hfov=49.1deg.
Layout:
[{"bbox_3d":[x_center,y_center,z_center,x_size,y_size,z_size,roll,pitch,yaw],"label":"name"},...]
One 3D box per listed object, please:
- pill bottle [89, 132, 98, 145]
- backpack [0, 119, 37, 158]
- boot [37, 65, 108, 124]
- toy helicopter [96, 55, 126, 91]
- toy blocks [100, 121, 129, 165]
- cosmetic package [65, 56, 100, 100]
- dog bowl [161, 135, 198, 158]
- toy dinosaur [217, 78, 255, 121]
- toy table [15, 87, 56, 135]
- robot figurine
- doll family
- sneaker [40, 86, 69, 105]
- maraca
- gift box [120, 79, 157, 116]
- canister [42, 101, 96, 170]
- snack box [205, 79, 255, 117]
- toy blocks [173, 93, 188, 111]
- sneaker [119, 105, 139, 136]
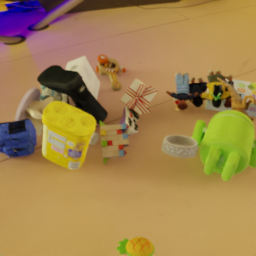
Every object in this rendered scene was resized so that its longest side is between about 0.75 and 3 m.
[{"bbox_3d":[-1.685,0.201,10.512,1.114,0.619,0.619,25,49,24],"label":"pill bottle"},{"bbox_3d":[-4.096,0.400,9.894,1.473,1.197,1.236,-7,63,-9],"label":"backpack"},{"bbox_3d":[-2.155,-1.210,10.873,2.679,2.251,1.023,19,62,43],"label":"boot"},{"bbox_3d":[-0.675,-2.608,13.575,1.441,0.860,2.179,-5,53,-19],"label":"toy helicopter"},{"bbox_3d":[-0.427,0.475,9.883,1.024,0.749,1.498,-5,73,-4],"label":"toy blocks"},{"bbox_3d":[-1.994,-1.963,12.051,0.926,1.506,1.502,-16,40,17],"label":"cosmetic package"},{"bbox_3d":[1.657,0.558,8.928,1.190,0.349,1.190,5,19,-2],"label":"dog bowl"},{"bbox_3d":[4.173,-0.913,10.540,1.285,2.419,0.731,-16,2,42],"label":"toy dinosaur"},{"bbox_3d":[-3.520,-0.593,10.816,0.998,1.705,1.567,25,19,10],"label":"toy table"},{"bbox_3d":[3.388,0.475,9.543,2.385,1.573,2.719,16,46,18],"label":"robot figurine"},{"bbox_3d":[3.054,-1.426,11.342,2.921,1.146,1.688,-3,68,17],"label":"doll family"},{"bbox_3d":[-3.044,-1.028,11.536,1.199,1.078,2.779,-9,36,-13],"label":"sneaker"},{"bbox_3d":[0.184,2.951,6.879,0.942,0.504,0.646,2,16,14],"label":"maraca"},{"bbox_3d":[0.518,-1.209,10.955,1.266,1.169,1.183,31,12,3],"label":"gift box"},{"bbox_3d":[-1.982,0.336,8.965,1.569,2.113,0.915,25,49,1],"label":"canister"},{"bbox_3d":[4.692,-1.369,12.167,2.431,0.644,1.729,10,44,11],"label":"snack box"},{"bbox_3d":[2.202,-1.219,11.821,0.682,0.818,0.297,-39,40,-22],"label":"toy blocks"},{"bbox_3d":[-0.096,-0.288,10.977,0.804,0.777,1.928,-35,21,23],"label":"sneaker"}]
